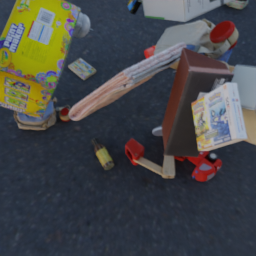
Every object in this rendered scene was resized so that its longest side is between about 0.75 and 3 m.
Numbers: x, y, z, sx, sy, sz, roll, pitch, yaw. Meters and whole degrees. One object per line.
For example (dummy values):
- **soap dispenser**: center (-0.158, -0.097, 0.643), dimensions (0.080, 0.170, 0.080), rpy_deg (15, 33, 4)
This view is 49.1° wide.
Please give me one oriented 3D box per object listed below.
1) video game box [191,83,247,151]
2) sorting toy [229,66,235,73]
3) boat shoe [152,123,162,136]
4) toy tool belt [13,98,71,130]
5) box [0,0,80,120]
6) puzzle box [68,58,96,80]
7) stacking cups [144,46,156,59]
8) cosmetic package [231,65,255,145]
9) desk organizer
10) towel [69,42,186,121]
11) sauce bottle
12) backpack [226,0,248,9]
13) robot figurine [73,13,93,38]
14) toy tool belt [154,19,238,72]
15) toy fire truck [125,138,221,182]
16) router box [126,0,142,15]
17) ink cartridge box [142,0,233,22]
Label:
- **video game box**: center (1.916, -0.190, 6.082), dimensions (0.304, 1.299, 1.183), rpy_deg (3, 73, -21)
- **sorting toy**: center (3.673, -1.460, 11.652), dimensions (2.638, 0.520, 2.850), rpy_deg (14, 62, 9)
- **boat shoe**: center (1.472, -0.049, 10.716), dimensions (1.266, 0.443, 0.420), rpy_deg (-15, 52, -11)
- **toy tool belt**: center (-3.252, -0.656, 10.580), dimensions (2.110, 1.297, 1.318), rpy_deg (-8, 57, -5)
- **box**: center (-2.961, -2.190, 8.859), dimensions (1.751, 2.765, 2.871), rpy_deg (18, 67, -18)
- **puzzle box**: center (-2.071, -2.651, 12.601), dimensions (1.102, 0.140, 0.733), rpy_deg (39, 65, 23)
- **stacking cups**: center (1.795, -3.833, 13.078), dimensions (2.215, 0.670, 0.670), rpy_deg (-22, 59, -13)
- **cosmetic package**: center (3.499, -0.517, 7.767), dimensions (1.035, 2.372, 1.226), rpy_deg (23, 76, 42)
- **desk organizer**: center (1.709, -0.585, 7.693), dimensions (1.070, 2.983, 1.148), rpy_deg (4, 45, -5)
- **towel**: center (0.024, -1.272, 7.847), dimensions (2.888, 2.759, 0.466), rpy_deg (-35, 97, -41)
- **sauce bottle**: center (-0.949, 0.902, 10.079), dimensions (0.414, 0.414, 1.280), rpy_deg (-24, 61, -15)
- **backpack**: center (5.815, -6.999, 15.049), dimensions (1.319, 0.835, 1.101), rpy_deg (26, 81, 16)
- **robot figurine**: center (-2.132, -3.999, 10.604), dimensions (1.598, 0.902, 1.355), rpy_deg (16, 19, -27)
- **toy tool belt**: center (2.375, -2.354, 8.855), dimensions (2.992, 1.839, 1.868), rpy_deg (15, 72, 53)
- **toy fire truck**: center (1.531, 1.055, 9.807), dimensions (2.878, 0.702, 2.030), rpy_deg (39, 65, 22)
- **router box**: center (0.294, -5.013, 10.971), dimensions (0.222, 0.870, 0.649), rpy_deg (1, 56, -32)
- **ink cartridge box**: center (2.251, -4.828, 9.749), dimensions (2.972, 1.249, 2.169), rpy_deg (-30, 36, -23)
